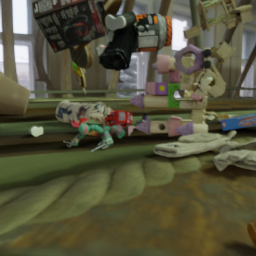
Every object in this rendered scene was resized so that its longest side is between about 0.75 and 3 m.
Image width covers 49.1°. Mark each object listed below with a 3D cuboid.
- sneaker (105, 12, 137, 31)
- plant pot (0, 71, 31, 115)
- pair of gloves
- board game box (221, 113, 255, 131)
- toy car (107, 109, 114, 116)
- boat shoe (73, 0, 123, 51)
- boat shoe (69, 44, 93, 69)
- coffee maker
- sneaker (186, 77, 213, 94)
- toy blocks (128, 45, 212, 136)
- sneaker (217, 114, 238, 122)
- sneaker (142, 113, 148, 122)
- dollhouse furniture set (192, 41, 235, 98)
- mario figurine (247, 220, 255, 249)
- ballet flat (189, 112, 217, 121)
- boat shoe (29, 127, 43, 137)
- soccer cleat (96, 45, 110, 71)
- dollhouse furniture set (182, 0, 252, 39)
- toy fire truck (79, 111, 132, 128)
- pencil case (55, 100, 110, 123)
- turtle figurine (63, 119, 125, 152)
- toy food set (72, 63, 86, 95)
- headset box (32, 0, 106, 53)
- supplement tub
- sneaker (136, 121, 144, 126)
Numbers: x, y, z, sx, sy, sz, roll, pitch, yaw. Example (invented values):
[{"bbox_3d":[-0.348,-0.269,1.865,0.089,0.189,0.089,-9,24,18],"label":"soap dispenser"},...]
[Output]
[{"bbox_3d":[-0.172,-2.720,7.119,0.523,0.373,1.054,-24,28,-25],"label":"sneaker"},{"bbox_3d":[-6.924,-1.738,16.022,2.298,2.636,2.636,17,2,-18],"label":"plant pot"},{"bbox_3d":[2.180,0.468,6.146,2.223,0.458,2.615,-14,10,-41],"label":"pair of gloves"},{"bbox_3d":[4.572,-0.301,10.009,1.464,0.433,1.925,-7,-5,-41],"label":"board game box"},{"bbox_3d":[-1.620,-0.932,15.457,1.742,0.388,1.639,2,-2,12],"label":"toy car"},{"bbox_3d":[-1.224,-3.587,9.086,2.583,0.930,0.932,-30,7,47],"label":"boat shoe"},{"bbox_3d":[-2.189,-3.751,13.001,0.979,1.036,2.881,4,45,-46],"label":"boat shoe"},{"bbox_3d":[-0.148,-2.149,7.273,1.113,1.158,0.780,-21,-45,40],"label":"coffee maker"},{"bbox_3d":[3.656,-2.386,13.538,1.887,0.714,0.991,-42,-2,-18],"label":"sneaker"},{"bbox_3d":[1.145,-0.979,8.539,2.392,2.655,2.841,2,8,11],"label":"toy blocks"},{"bbox_3d":[4.467,-0.397,12.787,1.129,0.427,0.495,5,-5,-20],"label":"sneaker"},{"bbox_3d":[0.831,-0.519,13.443,0.328,0.380,0.867,-1,8,-4],"label":"sneaker"},{"bbox_3d":[3.231,-2.233,11.142,1.166,1.854,2.097,36,2,-12],"label":"dollhouse furniture set"},{"bbox_3d":[1.803,0.848,2.674,1.257,0.666,0.776,-3,7,-8],"label":"mario figurine"},{"bbox_3d":[3.635,-0.542,13.404,1.414,0.498,0.461,-5,23,-14],"label":"ballet flat"},{"bbox_3d":[-3.075,0.114,9.192,0.270,0.323,0.903,1,2,3],"label":"boat shoe"},{"bbox_3d":[-1.027,-2.997,12.070,0.434,1.118,0.387,-9,19,32],"label":"soccer cleat"},{"bbox_3d":[2.533,-3.382,8.385,1.656,0.920,1.464,-21,22,2],"label":"dollhouse furniture set"},{"bbox_3d":[-0.793,-0.190,9.285,1.269,0.439,1.800,7,-16,-28],"label":"toy fire truck"},{"bbox_3d":[-2.027,-0.643,12.013,2.598,1.011,1.162,7,8,42],"label":"pencil case"},{"bbox_3d":[-0.864,0.153,7.427,1.203,0.809,1.607,5,4,33],"label":"turtle figurine"},{"bbox_3d":[-2.495,-2.582,14.102,0.390,1.341,1.942,-18,-25,-16],"label":"toy food set"},{"bbox_3d":[-1.441,-2.886,7.428,1.723,0.646,1.281,-18,-30,2],"label":"headset box"},{"bbox_3d":[0.464,-3.567,10.627,2.268,1.390,1.390,-6,8,-5],"label":"supplement tub"},{"bbox_3d":[0.696,-0.123,10.801,0.530,0.345,0.918,0,7,-17],"label":"sneaker"}]
